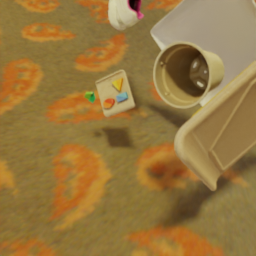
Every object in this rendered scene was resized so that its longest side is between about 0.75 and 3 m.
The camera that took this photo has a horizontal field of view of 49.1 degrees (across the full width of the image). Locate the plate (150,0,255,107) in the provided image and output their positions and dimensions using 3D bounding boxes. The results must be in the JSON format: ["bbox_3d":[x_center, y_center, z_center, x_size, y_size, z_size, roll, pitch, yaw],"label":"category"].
[{"bbox_3d":[1.737,-1.569,5.429,0.361,2.228,2.233,-42,98,-32],"label":"plate"}]

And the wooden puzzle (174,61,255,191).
[{"bbox_3d":[1.875,-0.281,4.287,2.619,2.423,0.488,-46,56,2],"label":"wooden puzzle"}]

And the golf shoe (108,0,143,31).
[{"bbox_3d":[-0.001,-2.903,5.668,0.788,1.722,0.649,7,15,44],"label":"golf shoe"}]

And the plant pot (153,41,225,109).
[{"bbox_3d":[1.007,-0.828,4.282,0.941,0.941,0.861,41,36,25],"label":"plant pot"}]

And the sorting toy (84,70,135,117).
[{"bbox_3d":[-0.464,-0.677,6.166,1.147,0.169,0.848,-20,87,28],"label":"sorting toy"}]
